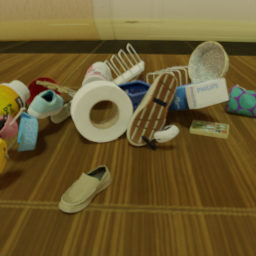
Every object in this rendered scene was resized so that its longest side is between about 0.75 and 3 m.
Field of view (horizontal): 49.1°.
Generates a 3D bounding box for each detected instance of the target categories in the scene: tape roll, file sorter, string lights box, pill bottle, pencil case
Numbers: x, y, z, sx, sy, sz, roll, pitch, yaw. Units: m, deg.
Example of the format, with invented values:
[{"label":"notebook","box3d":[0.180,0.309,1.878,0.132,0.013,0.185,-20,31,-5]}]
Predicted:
[{"label":"tape roll","box3d":[-0.852,-0.519,9.112,1.945,1.945,0.680,-9,25,-18]},{"label":"file sorter","box3d":[1.929,-2.079,12.829,1.883,1.173,1.307,-23,23,-38]},{"label":"file sorter","box3d":[-0.418,-2.912,13.598,2.028,1.263,1.407,-32,20,18]},{"label":"string lights box","box3d":[2.166,-1.184,10.530,1.431,0.821,2.785,-16,8,-25]},{"label":"pill bottle","box3d":[-4.406,-0.746,9.675,1.151,1.151,2.107,12,45,23]},{"label":"pencil case","box3d":[5.118,-0.987,10.961,2.408,1.113,1.025,13,17,21]},{"label":"pill bottle","box3d":[-1.279,-2.035,11.878,1.105,1.105,1.950,0,31,0]}]

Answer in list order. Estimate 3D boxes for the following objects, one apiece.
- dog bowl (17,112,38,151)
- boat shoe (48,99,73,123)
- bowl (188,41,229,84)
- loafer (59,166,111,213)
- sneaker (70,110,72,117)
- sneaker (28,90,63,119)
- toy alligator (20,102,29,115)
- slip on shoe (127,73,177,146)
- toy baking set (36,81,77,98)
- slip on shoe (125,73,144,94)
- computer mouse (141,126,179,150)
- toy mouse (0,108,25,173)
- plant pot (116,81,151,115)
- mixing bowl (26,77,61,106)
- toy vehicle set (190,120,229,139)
[{"label":"dog bowl","box3d":[-3.166,0.112,8.804,0.455,1.022,1.834,8,11,-24]},{"label":"boat shoe","box3d":[-2.376,-0.842,11.121,0.673,0.715,1.992,23,37,35]},{"label":"bowl","box3d":[4.334,-3.167,14.391,1.087,2.315,2.315,1,22,-36]},{"label":"loafer","box3d":[-1.033,1.415,6.794,0.620,0.560,1.639,16,31,29]},{"label":"sneaker","box3d":[-1.737,-0.540,10.093,0.700,0.630,1.703,3,-6,-11]},{"label":"sneaker","box3d":[-2.633,-0.932,9.656,0.744,0.825,2.013,36,21,-5]},{"label":"toy alligator","box3d":[-4.349,-0.898,11.534,0.693,0.502,2.089,-7,33,-14]},{"label":"slip on shoe","box3d":[0.764,-0.597,9.442,1.041,2.739,0.830,27,-15,-10]},{"label":"toy baking set","box3d":[-2.435,-1.352,10.181,1.369,0.208,1.784,29,13,38]},{"label":"slip on shoe","box3d":[0.271,-2.089,13.574,0.578,0.726,1.909,1,39,26]},{"label":"computer mouse","box3d":[1.005,0.280,8.520,1.134,0.622,0.249,-28,23,26]},{"label":"toy mouse","box3d":[-3.690,0.523,7.557,2.383,0.519,2.682,18,71,51]},{"label":"plant pot","box3d":[0.268,-0.988,10.824,1.383,1.243,1.383,-17,31,-31]},{"label":"mixing bowl","box3d":[-3.390,-1.280,11.553,1.459,1.459,0.790,1,-9,2]},{"label":"toy vehicle set","box3d":[2.895,0.042,9.971,1.280,0.170,0.795,9,28,17]}]
